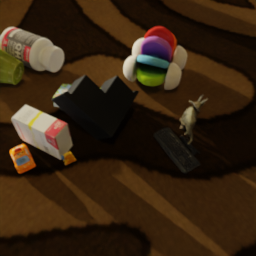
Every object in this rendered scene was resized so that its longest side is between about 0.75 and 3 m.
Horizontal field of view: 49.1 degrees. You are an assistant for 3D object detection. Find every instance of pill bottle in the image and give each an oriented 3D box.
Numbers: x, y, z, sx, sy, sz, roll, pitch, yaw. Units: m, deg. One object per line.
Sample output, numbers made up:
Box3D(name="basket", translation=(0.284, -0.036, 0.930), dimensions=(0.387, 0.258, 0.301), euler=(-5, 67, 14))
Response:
Box3D(name="pill bottle", translation=(-4.109, -3.297, 12.077), dimensions=(2.564, 1.419, 1.419), euler=(23, 57, 16))

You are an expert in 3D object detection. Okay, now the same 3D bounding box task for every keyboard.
Box3D(name="keyboard", translation=(1.785, 0.628, 9.867), dimensions=(0.983, 0.374, 1.889), euler=(-27, 59, -18))

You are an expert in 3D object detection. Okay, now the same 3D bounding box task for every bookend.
Box3D(name="bookend", translation=(-1.085, -1.114, 9.893), dimensions=(2.207, 1.017, 2.193), euler=(43, 60, -24))

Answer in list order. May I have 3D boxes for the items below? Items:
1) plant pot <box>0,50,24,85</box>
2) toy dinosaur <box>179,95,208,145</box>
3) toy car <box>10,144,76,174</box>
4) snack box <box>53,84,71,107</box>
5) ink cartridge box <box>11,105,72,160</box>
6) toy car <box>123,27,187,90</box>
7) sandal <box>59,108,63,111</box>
Box3D(name="plant pot", translation=(-5.232, -2.492, 11.594), dimensions=(1.493, 1.551, 1.551), euler=(19, 55, -2))
Box3D(name="toy dinosaur", translation=(2.207, -0.305, 10.165), dimensions=(0.739, 0.982, 1.919), euler=(20, 55, 14))
Box3D(name="toy car", translation=(-2.958, 0.802, 9.512), dimensions=(2.184, 0.727, 1.071), euler=(-12, 55, -7))
Box3D(name="snack box", translation=(-1.904, -1.201, 10.928), dimensions=(1.702, 0.451, 1.211), euler=(6, 33, 4))
Box3D(name="ink cartridge box", translation=(-2.922, 0.144, 9.623), dimensions=(1.791, 1.300, 0.747), euler=(23, 55, 16))
Box3D(name="toy car", translation=(1.170, -2.984, 11.481), dimensions=(2.356, 2.019, 2.692), euler=(16, 55, 11))
Box3D(name="sandal", translation=(-2.047, -0.598, 10.714), dimensions=(1.467, 0.331, 0.551), euler=(18, 33, 23))
